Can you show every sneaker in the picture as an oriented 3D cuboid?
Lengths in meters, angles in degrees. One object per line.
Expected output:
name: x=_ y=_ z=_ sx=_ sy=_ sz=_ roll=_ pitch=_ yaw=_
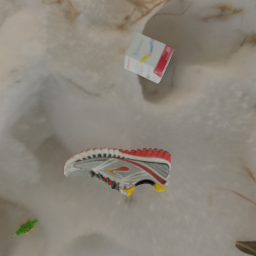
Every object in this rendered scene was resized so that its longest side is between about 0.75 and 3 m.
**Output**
sneaker: x=-0.263 y=1.073 z=6.770 sx=2.643 sy=1.029 sz=1.086 roll=1 pitch=72 yaw=1
sneaker: x=2.953 y=2.813 z=6.612 sx=0.850 sy=0.299 sz=0.321 roll=22 pitch=53 yaw=5

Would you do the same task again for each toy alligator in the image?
toy alligator: x=-2.538 y=2.445 z=6.729 sx=0.776 sy=0.211 sz=0.230 roll=-33 pitch=74 yaw=-10

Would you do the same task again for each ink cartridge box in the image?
ink cartridge box: x=0.559 y=-1.946 z=7.851 sx=1.118 sy=0.813 sz=0.809 roll=24 pitch=76 yaw=3
